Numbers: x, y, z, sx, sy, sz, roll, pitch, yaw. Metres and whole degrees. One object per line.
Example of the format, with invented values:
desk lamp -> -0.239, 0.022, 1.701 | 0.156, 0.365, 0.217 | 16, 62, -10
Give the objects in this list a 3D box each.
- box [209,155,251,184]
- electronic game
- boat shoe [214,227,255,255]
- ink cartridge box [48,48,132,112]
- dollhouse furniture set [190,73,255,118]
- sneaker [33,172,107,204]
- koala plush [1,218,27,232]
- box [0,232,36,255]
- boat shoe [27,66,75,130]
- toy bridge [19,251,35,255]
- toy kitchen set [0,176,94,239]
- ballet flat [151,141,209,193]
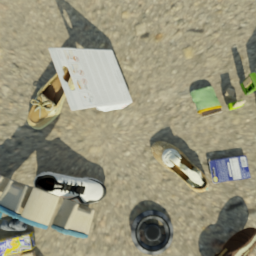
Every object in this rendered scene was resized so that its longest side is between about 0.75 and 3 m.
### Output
box -> 3.248, 1.341, 9.034 | 1.234, 0.200, 0.748 | -8, 81, -3
electronic game -> 0.748, 3.241, 8.700 | 1.338, 0.278, 1.338 | 1, 80, -4
boat shoe -> 3.262, 3.877, 8.456 | 2.002, 0.740, 0.741 | -41, 96, 1
ink cartridge box -> -1.157, -1.422, 8.562 | 2.440, 0.612, 1.979 | -14, 79, -43
dollhouse furniture set -> 3.138, -1.092, 9.050 | 2.018, 0.779, 1.009 | -16, 75, -3
sneaker -> -1.811, 1.879, 8.605 | 2.306, 0.922, 0.850 | 8, 80, 0
koala plush -> -3.412, 2.770, 8.674 | 0.690, 0.716, 0.779 | -8, 60, 11
box -> -3.577, 3.601, 8.574 | 1.338, 0.430, 0.469 | -13, 81, -1
boat shoe -> -2.467, -1.105, 9.111 | 0.927, 0.793, 2.529 | 32, 83, 5
toy bridge -> -2.721, 4.917, 8.428 | 0.779, 0.315, 2.316 | -11, 81, -2
toy kitchen set -> -2.871, 2.695, 8.429 | 2.798, 2.241, 1.648 | 6, 68, 37
ballet flat -> 1.672, 1.173, 8.796 | 2.217, 0.724, 0.782 | 38, 84, 6
